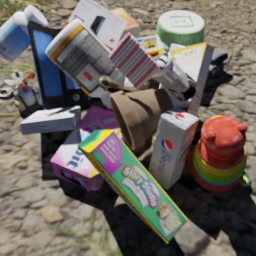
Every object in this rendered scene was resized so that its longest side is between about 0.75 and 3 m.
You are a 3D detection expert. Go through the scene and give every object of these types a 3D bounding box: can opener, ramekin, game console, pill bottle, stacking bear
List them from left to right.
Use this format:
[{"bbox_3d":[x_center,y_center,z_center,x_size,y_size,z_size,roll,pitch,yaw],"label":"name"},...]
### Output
[{"bbox_3d":[-3.844,-3.342,9.905,1.960,1.066,1.066,-35,50,15],"label":"pill bottle"},{"bbox_3d":[-1.976,-2.144,9.604,2.409,2.823,1.670,-11,9,-18],"label":"game console"},{"bbox_3d":[-1.151,-1.968,9.009,2.696,1.569,1.569,44,52,-16],"label":"pill bottle"},{"bbox_3d":[2.378,-4.399,12.920,2.346,1.146,2.346,0,49,0],"label":"ramekin"},{"bbox_3d":[3.022,-2.301,11.363,2.605,0.866,0.686,-37,45,-22],"label":"can opener"},{"bbox_3d":[2.418,0.619,7.385,1.607,2.646,1.505,-9,59,8],"label":"stacking bear"}]

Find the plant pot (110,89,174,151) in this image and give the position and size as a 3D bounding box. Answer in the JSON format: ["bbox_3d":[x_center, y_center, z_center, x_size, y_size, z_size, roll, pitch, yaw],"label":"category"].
[{"bbox_3d":[0.467,-0.418,7.907,1.493,1.711,1.711,-23,53,-7],"label":"plant pot"}]

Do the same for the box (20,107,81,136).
[{"bbox_3d":[-2.415,-0.273,9.129,1.565,0.413,2.007,-7,12,-1],"label":"box"}]

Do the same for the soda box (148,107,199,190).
[{"bbox_3d":[1.182,0.612,7.693,0.775,2.269,0.720,31,43,28],"label":"soda box"}]

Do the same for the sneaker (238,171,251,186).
[{"bbox_3d":[3.424,1.407,8.559,0.387,0.354,0.924,14,38,-30],"label":"sneaker"}]

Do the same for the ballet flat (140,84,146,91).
[{"bbox_3d":[0.540,-1.209,9.723,0.325,0.912,0.315,-21,13,15],"label":"ballet flat"}]

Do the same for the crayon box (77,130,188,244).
[{"bbox_3d":[-0.043,1.228,6.649,0.744,2.203,2.554,-42,100,-11],"label":"crayon box"}]

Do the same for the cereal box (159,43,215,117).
[{"bbox_3d":[1.698,-1.398,8.962,0.473,2.392,1.721,17,-3,-32],"label":"cereal box"}]

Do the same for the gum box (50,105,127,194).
[{"bbox_3d":[-1.067,0.636,8.787,1.516,0.883,2.671,19,52,15],"label":"gum box"}]

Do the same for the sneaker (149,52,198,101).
[{"bbox_3d":[1.258,-1.396,8.188,1.495,0.971,2.588,41,14,-8],"label":"sneaker"}]

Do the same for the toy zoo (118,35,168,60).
[{"bbox_3d":[0.623,-2.902,10.806,1.860,0.190,1.220,-9,77,3],"label":"toy zoo"}]

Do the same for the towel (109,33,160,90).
[{"bbox_3d":[0.142,-1.653,6.995,1.175,0.859,0.176,48,32,0],"label":"towel"}]

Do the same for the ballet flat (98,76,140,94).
[{"bbox_3d":[-0.159,-1.040,8.227,1.639,0.552,0.380,22,45,-34],"label":"ballet flat"}]

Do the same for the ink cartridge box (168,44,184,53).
[{"bbox_3d":[2.404,-2.788,10.977,1.077,0.619,1.484,32,26,35],"label":"ink cartridge box"}]

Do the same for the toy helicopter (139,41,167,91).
[{"bbox_3d":[0.950,-2.522,11.350,1.657,0.989,2.506,7,61,24],"label":"toy helicopter"}]

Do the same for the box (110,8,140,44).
[{"bbox_3d":[-0.532,-4.593,13.169,1.477,1.031,1.939,-22,53,-17],"label":"box"}]

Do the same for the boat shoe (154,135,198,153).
[{"bbox_3d":[1.597,0.396,9.280,1.497,0.451,0.534,17,50,14],"label":"boat shoe"}]

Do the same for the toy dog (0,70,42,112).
[{"bbox_3d":[-4.035,-1.583,10.587,2.158,1.039,1.423,32,57,24],"label":"toy dog"}]

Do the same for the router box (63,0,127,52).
[{"bbox_3d":[-1.156,-3.583,10.021,1.848,0.451,1.659,27,64,-14],"label":"router box"}]
